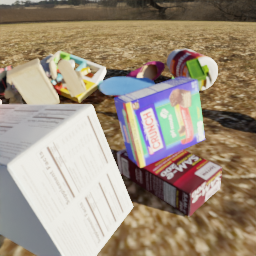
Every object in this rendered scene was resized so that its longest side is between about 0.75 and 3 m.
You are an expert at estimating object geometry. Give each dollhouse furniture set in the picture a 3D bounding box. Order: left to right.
[{"bbox_3d":[-2.969,-2.079,9.255,2.539,1.453,2.977,-22,44,0],"label":"dollhouse furniture set"},{"bbox_3d":[2.373,-1.536,9.752,0.967,1.936,0.747,-16,66,4],"label":"dollhouse furniture set"}]

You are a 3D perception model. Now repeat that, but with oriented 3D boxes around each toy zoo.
[{"bbox_3d":[-2.004,-1.866,10.179,2.605,0.267,1.709,24,60,21],"label":"toy zoo"}]

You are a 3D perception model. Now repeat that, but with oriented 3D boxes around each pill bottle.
[{"bbox_3d":[2.516,-2.501,11.563,1.314,1.314,2.326,-8,28,-16],"label":"pill bottle"}]

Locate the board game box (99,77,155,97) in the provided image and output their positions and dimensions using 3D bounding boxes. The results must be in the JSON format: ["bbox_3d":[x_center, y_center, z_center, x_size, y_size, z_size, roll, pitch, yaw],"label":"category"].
[{"bbox_3d":[-0.024,-1.276,9.545,1.875,0.365,1.481,2,33,8],"label":"board game box"}]

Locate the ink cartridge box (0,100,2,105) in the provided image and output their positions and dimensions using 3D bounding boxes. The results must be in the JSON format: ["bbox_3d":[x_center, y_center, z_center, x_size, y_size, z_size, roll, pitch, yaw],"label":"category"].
[{"bbox_3d":[-4.665,-0.276,6.999,2.729,1.157,1.988,23,34,35],"label":"ink cartridge box"}]

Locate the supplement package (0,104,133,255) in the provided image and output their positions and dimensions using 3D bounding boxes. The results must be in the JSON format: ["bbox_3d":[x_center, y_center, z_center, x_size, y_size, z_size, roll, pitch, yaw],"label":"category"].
[{"bbox_3d":[-1.306,0.675,3.812,2.148,1.673,1.191,4,35,39],"label":"supplement package"}]

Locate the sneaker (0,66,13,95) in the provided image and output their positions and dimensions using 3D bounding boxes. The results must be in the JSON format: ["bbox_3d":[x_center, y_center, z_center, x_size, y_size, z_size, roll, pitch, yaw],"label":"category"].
[{"bbox_3d":[-4.979,-1.702,10.731,1.108,0.941,2.554,-16,22,-7],"label":"sneaker"}]

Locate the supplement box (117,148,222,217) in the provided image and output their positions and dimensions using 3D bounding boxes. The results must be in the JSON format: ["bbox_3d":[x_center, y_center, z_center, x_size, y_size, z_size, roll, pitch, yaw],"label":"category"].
[{"bbox_3d":[0.742,0.818,5.437,0.988,0.553,1.816,-28,37,-35],"label":"supplement box"}]

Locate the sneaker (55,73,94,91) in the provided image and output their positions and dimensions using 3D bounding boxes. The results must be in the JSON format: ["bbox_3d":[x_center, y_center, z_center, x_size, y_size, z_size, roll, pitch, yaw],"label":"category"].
[{"bbox_3d":[-2.330,-1.663,10.733,2.392,0.873,0.923,-2,46,6],"label":"sneaker"}]

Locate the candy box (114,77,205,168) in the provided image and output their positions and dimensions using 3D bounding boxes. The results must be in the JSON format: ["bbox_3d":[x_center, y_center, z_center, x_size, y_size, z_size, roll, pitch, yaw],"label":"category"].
[{"bbox_3d":[0.621,-0.147,5.230,1.483,1.254,0.571,-20,22,-18],"label":"candy box"}]

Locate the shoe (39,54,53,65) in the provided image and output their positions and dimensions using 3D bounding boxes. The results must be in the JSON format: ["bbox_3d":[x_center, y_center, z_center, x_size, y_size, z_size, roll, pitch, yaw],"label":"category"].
[{"bbox_3d":[-3.551,-2.363,11.414,0.433,1.624,0.568,56,12,24],"label":"shoe"}]

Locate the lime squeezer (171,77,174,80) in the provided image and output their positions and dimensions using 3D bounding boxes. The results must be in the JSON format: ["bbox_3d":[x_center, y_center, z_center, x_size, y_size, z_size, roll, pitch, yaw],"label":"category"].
[{"bbox_3d":[0.703,-0.550,7.994,2.018,0.713,0.381,-36,31,28],"label":"lime squeezer"}]

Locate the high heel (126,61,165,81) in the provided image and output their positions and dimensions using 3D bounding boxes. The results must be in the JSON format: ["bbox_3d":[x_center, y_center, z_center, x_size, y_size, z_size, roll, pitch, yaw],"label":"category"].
[{"bbox_3d":[0.849,-2.175,11.226,2.413,0.813,1.160,-34,17,-29],"label":"high heel"}]
